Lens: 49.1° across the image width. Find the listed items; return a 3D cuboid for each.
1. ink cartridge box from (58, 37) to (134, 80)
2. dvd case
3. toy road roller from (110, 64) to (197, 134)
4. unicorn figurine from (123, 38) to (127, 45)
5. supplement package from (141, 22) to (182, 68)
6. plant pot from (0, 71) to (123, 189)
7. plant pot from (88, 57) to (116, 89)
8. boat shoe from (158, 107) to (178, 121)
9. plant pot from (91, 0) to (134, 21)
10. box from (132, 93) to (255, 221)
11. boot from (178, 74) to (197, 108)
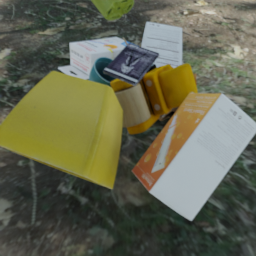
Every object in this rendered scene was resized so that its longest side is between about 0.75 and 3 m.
[{"bbox_3d":[-1.162,-2.765,10.957,2.838,0.963,1.634,-20,39,-33],"label":"ink cartridge box"},{"bbox_3d":[0.085,-1.495,6.490,0.855,0.092,1.150,25,58,19],"label":"dvd case"},{"bbox_3d":[0.840,-1.014,7.972,1.820,1.532,2.493,-9,19,36],"label":"toy road roller"},{"bbox_3d":[0.047,-1.928,9.889,0.733,1.363,1.984,5,52,-37],"label":"unicorn figurine"},{"bbox_3d":[1.178,-2.586,10.624,1.451,1.446,2.474,10,56,-2],"label":"supplement package"},{"bbox_3d":[-1.223,0.022,6.392,2.201,2.201,1.941,18,76,15],"label":"plant pot"},{"bbox_3d":[-0.766,-1.458,8.345,0.947,0.890,0.947,18,54,-26],"label":"plant pot"},{"bbox_3d":[1.545,-0.577,9.652,1.375,0.497,0.498,-23,63,-15],"label":"boat shoe"},{"bbox_3d":[-0.852,-5.732,11.552,2.251,2.251,2.137,-25,85,-24],"label":"plant pot"},{"bbox_3d":[1.449,0.537,6.514,2.526,1.231,1.571,-54,15,-2],"label":"box"},{"bbox_3d":[2.267,-1.019,9.283,1.450,1.540,0.527,-10,6,2],"label":"boot"}]
